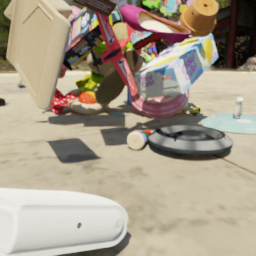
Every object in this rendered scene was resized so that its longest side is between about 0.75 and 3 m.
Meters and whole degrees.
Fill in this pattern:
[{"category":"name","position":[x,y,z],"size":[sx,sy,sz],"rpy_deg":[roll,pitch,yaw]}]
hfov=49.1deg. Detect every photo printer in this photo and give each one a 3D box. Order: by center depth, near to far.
[{"category":"photo printer","position":[-0.944,1.091,3.419],"size":[1.404,0.586,1.687],"rpy_deg":[-2,-13,40]}]

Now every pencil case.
[{"category":"pencil case","position":[-2.424,-3.302,11.062],"size":[1.201,2.777,1.150],"rpy_deg":[35,19,-9]}]

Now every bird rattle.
[{"category":"bird rattle","position":[-2.084,-1.353,12.446],"size":[2.311,1.597,2.835],"rpy_deg":[24,26,20]}]

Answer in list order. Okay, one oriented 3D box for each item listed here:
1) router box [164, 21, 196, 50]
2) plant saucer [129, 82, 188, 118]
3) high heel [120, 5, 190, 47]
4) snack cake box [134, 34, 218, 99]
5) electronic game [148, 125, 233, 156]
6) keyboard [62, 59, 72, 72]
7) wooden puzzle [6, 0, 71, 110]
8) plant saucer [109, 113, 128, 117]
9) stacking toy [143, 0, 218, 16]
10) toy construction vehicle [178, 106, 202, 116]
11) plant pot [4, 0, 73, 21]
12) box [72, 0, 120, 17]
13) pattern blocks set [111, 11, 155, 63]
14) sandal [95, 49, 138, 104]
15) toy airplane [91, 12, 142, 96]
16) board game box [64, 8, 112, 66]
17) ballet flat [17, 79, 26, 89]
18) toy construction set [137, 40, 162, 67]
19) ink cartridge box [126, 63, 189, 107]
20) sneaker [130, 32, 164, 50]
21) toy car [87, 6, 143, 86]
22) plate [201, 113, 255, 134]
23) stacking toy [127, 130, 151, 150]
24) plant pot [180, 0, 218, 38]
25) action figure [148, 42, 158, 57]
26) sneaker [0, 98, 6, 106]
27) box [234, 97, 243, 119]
[{"category":"router box","position":[2.176,-3.757,11.179],"size":[1.611,0.668,2.150],"rpy_deg":[-10,29,11]},{"category":"plant saucer","position":[1.281,-1.544,11.871],"size":[2.480,0.629,2.480],"rpy_deg":[-3,52,4]},{"category":"high heel","position":[0.527,-2.055,5.444],"size":[1.394,0.469,0.668],"rpy_deg":[31,-15,-17]},{"category":"snack cake box","position":[1.629,-2.036,9.188],"size":[1.561,0.912,2.715],"rpy_deg":[0,34,43]},{"category":"electronic game","position":[1.658,0.321,7.597],"size":[2.238,0.466,2.238],"rpy_deg":[0,13,0]},{"category":"keyboard","position":[-2.504,-2.610,9.815],"size":[0.148,1.433,0.910],"rpy_deg":[-31,51,13]},{"category":"wooden puzzle","position":[-1.777,-1.607,5.466],"size":[0.364,1.807,1.953],"rpy_deg":[-9,44,-42]},{"category":"plant saucer","position":[-0.391,-0.547,11.783],"size":[0.824,0.078,0.288],"rpy_deg":[10,18,31]},{"category":"stacking toy","position":[1.690,-3.799,8.654],"size":[2.040,0.479,1.538],"rpy_deg":[12,15,25]},{"category":"toy construction vehicle","position":[2.658,-0.798,12.087],"size":[1.131,0.398,0.984],"rpy_deg":[1,15,3]},{"category":"plant pot","position":[-2.665,-3.313,8.060],"size":[1.462,1.460,1.295],"rpy_deg":[39,15,-18]},{"category":"box","position":[-0.767,-3.081,5.594],"size":[0.851,0.637,1.699],"rpy_deg":[10,48,-37]},{"category":"pattern blocks set","position":[0.220,-3.836,12.164],"size":[0.216,2.663,2.341],"rpy_deg":[-41,39,-20]},{"category":"sandal","position":[-0.306,-1.504,8.137],"size":[0.668,1.821,0.599],"rpy_deg":[31,22,-15]},{"category":"toy airplane","position":[-0.191,-2.185,7.333],"size":[0.461,2.508,2.508],"rpy_deg":[-2,10,41]},{"category":"board game box","position":[-1.222,-2.955,8.350],"size":[1.559,0.535,1.886],"rpy_deg":[-31,41,24]},{"category":"ballet flat","position":[-3.216,-1.632,9.420],"size":[1.142,0.395,0.406],"rpy_deg":[-33,51,-2]},{"category":"toy construction set","position":[0.782,-2.716,9.266],"size":[1.376,0.902,0.634],"rpy_deg":[-41,-2,31]},{"category":"ink cartridge box","position":[1.474,-2.165,13.810],"size":[2.977,2.173,1.255],"rpy_deg":[11,16,32]},{"category":"sneaker","position":[0.543,-2.496,7.278],"size":[1.100,0.525,0.436],"rpy_deg":[-22,-24,8]},{"category":"toy car","position":[-0.539,-3.495,11.357],"size":[2.182,2.765,2.271],"rpy_deg":[2,-27,-9]},{"category":"plate","position":[3.893,-0.238,10.121],"size":[2.444,0.312,2.444],"rpy_deg":[1,14,0]},{"category":"stacking toy","position":[0.407,0.271,7.933],"size":[0.493,0.493,1.156],"rpy_deg":[6,12,23]},{"category":"plant pot","position":[1.873,-2.916,7.215],"size":[0.939,0.939,0.657],"rpy_deg":[-2,-22,-8]},{"category":"action figure","position":[1.011,-4.096,13.379],"size":[0.582,1.778,0.460],"rpy_deg":[-20,-16,-25]},{"category":"sneaker","position":[-6.795,-1.287,13.837],"size":[1.744,0.524,0.909],"rpy_deg":[-7,15,-42]},{"category":"box","position":[4.076,-0.739,10.301],"size":[0.195,0.638,0.806],"rpy_deg":[7,19,25]}]
